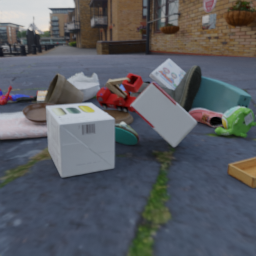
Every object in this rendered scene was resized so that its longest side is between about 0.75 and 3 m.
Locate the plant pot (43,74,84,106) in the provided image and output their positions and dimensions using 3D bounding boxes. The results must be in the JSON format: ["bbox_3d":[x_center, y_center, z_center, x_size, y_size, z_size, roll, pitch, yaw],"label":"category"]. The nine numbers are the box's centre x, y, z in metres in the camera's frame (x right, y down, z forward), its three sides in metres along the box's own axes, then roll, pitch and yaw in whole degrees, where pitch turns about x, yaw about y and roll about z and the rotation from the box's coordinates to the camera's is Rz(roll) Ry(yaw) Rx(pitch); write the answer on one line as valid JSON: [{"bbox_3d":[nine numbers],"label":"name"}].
[{"bbox_3d":[-2.715,-1.344,12.041,1.343,1.547,1.547,24,7,-27],"label":"plant pot"}]

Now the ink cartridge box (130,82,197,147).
[{"bbox_3d":[0.975,-0.407,8.274,1.608,0.933,2.228,43,4,0],"label":"ink cartridge box"}]

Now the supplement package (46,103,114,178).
[{"bbox_3d":[-1.348,0.227,7.580,1.396,1.386,1.840,-7,20,-24],"label":"supplement package"}]

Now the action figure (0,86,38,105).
[{"bbox_3d":[-5.766,-1.831,14.234,2.465,1.220,0.804,-14,22,-29],"label":"action figure"}]

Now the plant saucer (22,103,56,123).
[{"bbox_3d":[-3.074,-0.514,9.969,1.283,0.221,1.283,5,33,-3],"label":"plant saucer"}]

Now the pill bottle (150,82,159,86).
[{"bbox_3d":[1.561,-1.906,14.620,1.798,0.998,0.998,-5,19,-13],"label":"pill bottle"}]

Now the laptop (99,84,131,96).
[{"bbox_3d":[-0.114,-2.273,15.409,1.912,1.114,2.157,11,-2,32],"label":"laptop"}]

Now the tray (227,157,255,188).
[{"bbox_3d":[3.366,1.030,6.969,1.604,0.297,0.791,-8,20,-25],"label":"tray"}]

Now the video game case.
[{"bbox_3d":[2.268,-2.104,12.947,2.199,0.261,2.002,42,45,3],"label":"video game case"}]

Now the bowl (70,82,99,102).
[{"bbox_3d":[-2.777,-1.959,15.153,2.086,0.780,2.089,7,20,20],"label":"bowl"}]

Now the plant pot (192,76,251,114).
[{"bbox_3d":[3.918,-1.190,11.640,1.391,1.392,1.969,3,18,-39],"label":"plant pot"}]

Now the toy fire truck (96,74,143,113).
[{"bbox_3d":[-0.403,-1.407,11.184,2.388,1.684,0.582,12,57,32],"label":"toy fire truck"}]

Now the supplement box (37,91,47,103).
[{"bbox_3d":[-3.952,-1.360,13.516,0.800,0.467,1.270,-3,28,-14],"label":"supplement box"}]

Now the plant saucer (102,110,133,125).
[{"bbox_3d":[-0.723,-0.413,11.330,1.888,0.278,1.888,-1,19,0],"label":"plant saucer"}]

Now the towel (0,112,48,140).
[{"bbox_3d":[-3.869,-0.128,9.981,2.195,0.354,2.096,-4,23,-21],"label":"towel"}]

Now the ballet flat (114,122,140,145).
[{"bbox_3d":[-0.474,0.099,9.130,1.942,0.671,0.691,4,31,23],"label":"ballet flat"}]

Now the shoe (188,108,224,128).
[{"bbox_3d":[3.035,-0.393,10.791,1.538,0.550,0.700,11,16,18],"label":"shoe"}]

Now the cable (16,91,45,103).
[{"bbox_3d":[-4.705,-1.589,14.257,1.903,0.479,0.924,-9,-4,-20],"label":"cable"}]

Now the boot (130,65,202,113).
[{"bbox_3d":[1.521,-1.645,12.060,2.777,2.524,1.007,19,-6,42],"label":"boot"}]

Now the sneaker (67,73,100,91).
[{"bbox_3d":[-3.092,-2.702,16.713,2.782,1.212,1.037,-4,19,-8],"label":"sneaker"}]

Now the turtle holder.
[{"bbox_3d":[3.708,-0.150,9.722,0.969,1.275,0.906,27,4,-31],"label":"turtle holder"}]

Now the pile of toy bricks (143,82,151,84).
[{"bbox_3d":[1.302,-1.490,13.636,2.218,1.230,1.095,1,-18,32],"label":"pile of toy bricks"}]
